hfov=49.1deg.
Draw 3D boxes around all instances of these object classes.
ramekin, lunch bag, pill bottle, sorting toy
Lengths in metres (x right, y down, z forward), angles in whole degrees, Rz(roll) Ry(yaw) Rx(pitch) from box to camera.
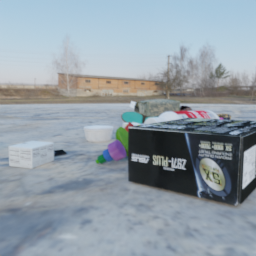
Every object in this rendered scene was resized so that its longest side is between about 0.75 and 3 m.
[{"bbox_3d":[-1.117,0.219,10.627,1.128,0.525,1.128,0,6,0],"label":"ramekin"},{"bbox_3d":[1.617,-0.974,16.495,2.015,1.444,2.456,-2,8,-16],"label":"lunch bag"},{"bbox_3d":[1.608,0.122,8.390,2.238,1.256,1.256,-4,8,-29],"label":"pill bottle"},{"bbox_3d":[-0.310,0.547,8.058,0.922,0.929,2.678,-29,2,16],"label":"sorting toy"}]

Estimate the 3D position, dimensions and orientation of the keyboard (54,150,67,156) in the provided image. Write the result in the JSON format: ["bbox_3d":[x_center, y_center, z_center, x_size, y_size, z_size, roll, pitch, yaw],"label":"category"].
[{"bbox_3d":[-2.223,0.741,8.108,0.780,0.100,0.468,-5,17,-34],"label":"keyboard"}]

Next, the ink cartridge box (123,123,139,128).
[{"bbox_3d":[0.233,0.004,12.844,0.696,0.400,0.959,-1,7,-22],"label":"ink cartridge box"}]

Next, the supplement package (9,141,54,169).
[{"bbox_3d":[-2.439,0.659,7.118,0.702,0.499,0.901,3,7,19],"label":"supplement package"}]

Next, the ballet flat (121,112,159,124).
[{"bbox_3d":[0.842,-0.328,14.725,2.385,0.809,0.898,7,-12,11],"label":"ballet flat"}]

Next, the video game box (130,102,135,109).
[{"bbox_3d":[1.447,-1.607,23.146,2.328,0.598,2.556,12,5,-9],"label":"video game box"}]

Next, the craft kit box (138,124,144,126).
[{"bbox_3d":[1.947,0.063,12.143,2.213,0.544,2.241,9,12,40],"label":"craft kit box"}]

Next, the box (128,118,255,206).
[{"bbox_3d":[1.632,0.475,5.900,2.193,1.153,2.678,5,9,36],"label":"box"}]

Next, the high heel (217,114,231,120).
[{"bbox_3d":[4.626,-0.353,14.158,1.485,0.744,2.083,3,13,-31],"label":"high heel"}]

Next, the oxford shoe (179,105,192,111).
[{"bbox_3d":[3.409,-0.804,16.629,1.066,1.086,2.994,0,7,-2],"label":"oxford shoe"}]

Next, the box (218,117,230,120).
[{"bbox_3d":[3.259,0.023,10.976,0.964,0.837,1.459,4,7,40],"label":"box"}]
